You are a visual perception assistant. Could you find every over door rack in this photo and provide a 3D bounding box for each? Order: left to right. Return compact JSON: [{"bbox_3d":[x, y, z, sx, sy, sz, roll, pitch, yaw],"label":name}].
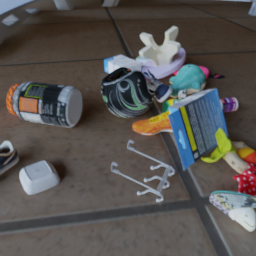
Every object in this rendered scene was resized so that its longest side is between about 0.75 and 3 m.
[{"bbox_3d":[0.421,1.278,8.207,1.700,0.566,1.256,33,40,4],"label":"over door rack"}]

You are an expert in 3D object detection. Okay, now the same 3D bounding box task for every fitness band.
[{"bbox_3d":[3.328,-2.974,14.933,1.864,0.349,1.339,6,34,12],"label":"fitness band"}]

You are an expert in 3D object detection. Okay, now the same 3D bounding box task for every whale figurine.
[{"bbox_3d":[2.600,-2.181,13.008,2.240,1.162,1.782,-29,38,-28],"label":"whale figurine"}]

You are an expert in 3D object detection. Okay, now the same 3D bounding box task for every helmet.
[{"bbox_3d":[0.017,-1.327,11.121,1.999,1.906,1.999,-21,28,12],"label":"helmet"}]

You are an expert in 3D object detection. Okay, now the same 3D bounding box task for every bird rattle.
[{"bbox_3d":[3.512,0.985,8.396,1.905,1.316,2.336,-7,34,-39],"label":"bird rattle"}]

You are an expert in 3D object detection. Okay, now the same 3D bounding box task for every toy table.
[{"bbox_3d":[1.752,-3.944,14.596,2.581,1.644,2.808,20,57,33],"label":"toy table"}]

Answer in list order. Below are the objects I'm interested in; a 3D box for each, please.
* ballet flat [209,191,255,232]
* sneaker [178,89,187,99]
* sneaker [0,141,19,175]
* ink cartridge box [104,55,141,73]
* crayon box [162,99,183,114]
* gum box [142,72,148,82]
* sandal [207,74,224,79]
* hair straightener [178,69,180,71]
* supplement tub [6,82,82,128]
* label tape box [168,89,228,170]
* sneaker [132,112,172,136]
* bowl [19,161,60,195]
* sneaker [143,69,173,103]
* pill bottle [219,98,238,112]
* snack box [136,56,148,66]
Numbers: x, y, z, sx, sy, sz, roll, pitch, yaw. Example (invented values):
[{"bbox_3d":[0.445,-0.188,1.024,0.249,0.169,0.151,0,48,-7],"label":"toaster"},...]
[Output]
[{"bbox_3d":[3.283,2.154,6.907,2.486,0.894,0.894,7,34,12],"label":"ballet flat"},{"bbox_3d":[2.361,-1.523,12.172,0.343,0.860,0.560,-7,63,21],"label":"sneaker"},{"bbox_3d":[-4.190,1.159,8.399,0.799,0.809,2.037,13,37,16],"label":"sneaker"},{"bbox_3d":[-0.286,-3.234,15.006,1.246,0.730,1.724,-25,40,-32],"label":"ink cartridge box"},{"bbox_3d":[2.331,-0.823,10.905,1.701,0.496,1.468,-1,-1,-8],"label":"crayon box"},{"bbox_3d":[0.476,-1.974,12.168,0.264,0.799,0.453,-30,80,-45],"label":"gum box"},{"bbox_3d":[4.613,-2.725,14.718,0.928,0.209,0.348,2,34,2],"label":"sandal"},{"bbox_3d":[2.844,-2.926,14.585,0.533,0.284,1.386,8,16,9],"label":"hair straightener"},{"bbox_3d":[-3.199,-0.936,10.794,2.558,1.567,1.567,9,35,13],"label":"supplement tub"},{"bbox_3d":[2.054,-0.016,8.978,2.495,1.799,0.790,-27,15,-34],"label":"label tape box"},{"bbox_3d":[1.239,-0.239,10.435,2.216,0.855,0.809,-7,38,-7],"label":"sneaker"},{"bbox_3d":[-2.668,1.406,8.388,1.055,0.394,1.053,-18,39,-28],"label":"bowl"},{"bbox_3d":[1.110,-1.849,12.140,1.205,0.778,2.221,40,8,-17],"label":"sneaker"},{"bbox_3d":[4.025,-0.942,11.733,1.001,0.563,0.563,-7,34,-11],"label":"pill bottle"},{"bbox_3d":[1.371,-3.904,16.291,1.575,0.417,1.120,13,36,19],"label":"snack box"}]
